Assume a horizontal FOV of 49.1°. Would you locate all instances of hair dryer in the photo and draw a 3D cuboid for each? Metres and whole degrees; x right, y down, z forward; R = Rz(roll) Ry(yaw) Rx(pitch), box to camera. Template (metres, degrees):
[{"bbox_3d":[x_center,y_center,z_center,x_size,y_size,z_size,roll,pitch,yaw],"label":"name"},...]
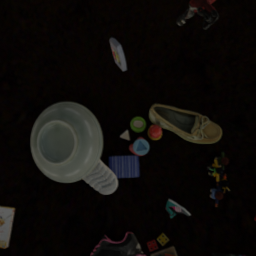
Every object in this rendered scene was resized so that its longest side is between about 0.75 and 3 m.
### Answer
[{"bbox_3d":[2.371,-3.602,8.411,1.307,0.466,1.716,24,78,38],"label":"hair dryer"}]

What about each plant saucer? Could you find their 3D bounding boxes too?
[{"bbox_3d":[-2.303,0.491,9.671,2.864,0.719,2.864,-1,87,17],"label":"plant saucer"}]

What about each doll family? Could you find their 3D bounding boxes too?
[{"bbox_3d":[3.148,1.785,9.726,0.714,1.052,1.819,-6,82,-1],"label":"doll family"}]

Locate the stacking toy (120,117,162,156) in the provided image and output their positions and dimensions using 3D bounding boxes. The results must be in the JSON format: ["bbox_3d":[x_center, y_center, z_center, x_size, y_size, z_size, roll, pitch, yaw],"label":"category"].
[{"bbox_3d":[0.468,0.247,10.184,1.244,0.581,1.375,39,81,5],"label":"stacking toy"}]

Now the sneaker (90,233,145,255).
[{"bbox_3d":[-0.869,4.443,9.467,2.911,1.150,1.388,-19,60,-4],"label":"sneaker"}]

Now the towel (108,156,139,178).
[{"bbox_3d":[-0.161,1.435,10.269,1.117,0.133,0.808,-2,79,-2],"label":"towel"}]

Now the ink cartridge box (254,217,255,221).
[{"bbox_3d":[5.517,3.070,9.716,1.630,0.684,1.431,32,83,4],"label":"ink cartridge box"}]

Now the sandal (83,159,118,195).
[{"bbox_3d":[-1.504,1.153,10.046,1.201,0.725,2.951,-35,96,10],"label":"sandal"}]

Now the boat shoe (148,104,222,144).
[{"bbox_3d":[2.087,-0.176,10.112,2.763,0.869,1.008,23,82,3],"label":"boat shoe"}]

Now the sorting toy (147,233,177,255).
[{"bbox_3d":[1.314,4.652,9.668,0.890,0.312,1.845,-19,82,-3],"label":"sorting toy"}]

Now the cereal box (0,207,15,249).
[{"bbox_3d":[-4.620,3.466,9.863,0.973,0.267,1.352,6,81,1],"label":"cereal box"}]

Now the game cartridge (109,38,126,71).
[{"bbox_3d":[-0.303,-2.298,8.889,0.200,0.976,0.650,-30,50,-12],"label":"game cartridge"}]

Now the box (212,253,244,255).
[{"bbox_3d":[3.582,4.858,9.351,1.388,0.863,1.031,5,81,1],"label":"box"}]

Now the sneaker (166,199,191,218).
[{"bbox_3d":[1.700,2.981,9.876,0.906,0.379,0.547,31,78,12],"label":"sneaker"}]
